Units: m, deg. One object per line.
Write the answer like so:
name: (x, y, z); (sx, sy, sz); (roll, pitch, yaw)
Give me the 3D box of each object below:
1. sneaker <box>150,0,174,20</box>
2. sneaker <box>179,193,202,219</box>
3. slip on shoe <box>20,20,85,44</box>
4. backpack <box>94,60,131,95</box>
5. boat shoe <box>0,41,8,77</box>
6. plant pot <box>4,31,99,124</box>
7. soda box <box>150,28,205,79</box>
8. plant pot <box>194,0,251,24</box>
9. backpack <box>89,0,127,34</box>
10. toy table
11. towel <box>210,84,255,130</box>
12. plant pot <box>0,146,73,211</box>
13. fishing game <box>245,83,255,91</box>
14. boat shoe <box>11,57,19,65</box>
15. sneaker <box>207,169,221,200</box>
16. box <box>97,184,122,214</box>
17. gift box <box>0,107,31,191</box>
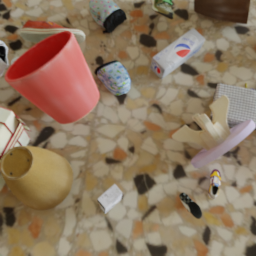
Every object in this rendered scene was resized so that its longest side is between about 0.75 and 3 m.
sneaker: (1.501, -5.316, 11.514); (0.873, 1.006, 2.271); (12, 42, -26)
sneaker: (1.999, 2.493, 8.892); (0.350, 0.418, 0.944); (-32, 57, -8)
slip on shoe: (-3.052, -3.936, 11.390); (2.681, 0.993, 0.820); (8, 74, 9)
backpack: (-0.475, -1.876, 10.576); (1.110, 1.046, 1.361); (-24, 80, -20)
boat shoe: (-4.925, -2.798, 10.504); (0.866, 0.910, 2.528); (-37, 40, 9)
plant pot: (-2.283, -1.527, 9.323); (2.575, 2.279, 2.575); (-21, 38, 17)
soda box: (1.941, -2.925, 11.038); (2.251, 0.768, 0.714); (-38, 77, -16)
plant pot: (3.904, -5.366, 11.637); (2.191, 2.048, 2.048); (6, 66, 19)
backpack: (-0.947, -4.865, 11.808); (1.244, 0.943, 1.490); (-40, 69, -12)
toy table: (2.705, 0.096, 9.124); (2.336, 2.147, 1.368); (-38, 88, -3)
towel: (3.870, -0.716, 10.153); (1.689, 0.723, 1.399); (11, 73, 7)
plant pot: (-2.893, 1.355, 8.426); (1.920, 2.060, 1.920); (-3, 66, 7)
fishing game: (5.686, -1.226, 10.457); (2.489, 0.387, 1.783); (7, 68, 11)
boat shoe: (-3.383, -2.393, 10.997); (2.372, 0.864, 0.733); (5, 23, 10)
sneaker: (2.874, 1.821, 9.182); (0.394, 0.474, 1.051); (12, 67, 5)
box: (-0.560, 2.202, 8.608); (0.703, 1.206, 0.363); (-38, 75, -19)
gift box: (-4.434, 0.461, 8.575); (2.663, 2.457, 2.486); (20, 67, -2)
